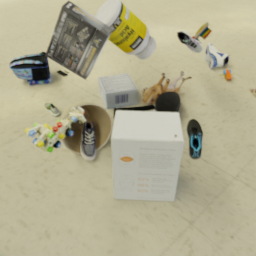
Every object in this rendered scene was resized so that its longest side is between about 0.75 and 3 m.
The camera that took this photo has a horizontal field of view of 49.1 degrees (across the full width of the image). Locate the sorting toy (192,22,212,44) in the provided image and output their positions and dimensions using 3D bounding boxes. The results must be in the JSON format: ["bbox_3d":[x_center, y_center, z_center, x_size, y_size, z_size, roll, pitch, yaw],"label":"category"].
[{"bbox_3d":[3.211,-4.007,12.490,0.445,1.268,2.631,43,20,2],"label":"sorting toy"}]

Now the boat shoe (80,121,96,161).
[{"bbox_3d":[-1.501,0.436,10.494,0.581,0.722,1.556,-1,45,-16],"label":"boat shoe"}]

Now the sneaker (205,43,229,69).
[{"bbox_3d":[5.333,-4.198,16.729,1.198,0.838,2.075,3,45,-2],"label":"sneaker"}]

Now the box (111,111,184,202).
[{"bbox_3d":[0.541,0.907,8.646,1.967,2.583,1.373,3,38,2],"label":"box"}]

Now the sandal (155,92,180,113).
[{"bbox_3d":[1.674,-0.417,12.067,1.111,0.666,2.957,2,52,11],"label":"sandal"}]

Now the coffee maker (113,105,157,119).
[{"bbox_3d":[0.284,-0.467,11.592,1.706,1.149,1.638,-5,38,-7],"label":"coffee maker"}]

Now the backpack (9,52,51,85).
[{"bbox_3d":[-5.164,-3.089,14.799,1.939,1.304,1.770,-9,39,-13],"label":"backpack"}]

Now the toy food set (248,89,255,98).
[{"bbox_3d":[6.445,-1.801,14.117,0.507,0.126,0.798,-8,39,-10],"label":"toy food set"}]

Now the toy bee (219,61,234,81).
[{"bbox_3d":[5.413,-2.984,15.371,0.750,0.623,1.145,16,65,7],"label":"toy bee"}]

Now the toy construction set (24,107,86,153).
[{"bbox_3d":[-1.819,0.019,7.196,1.579,1.035,0.727,-35,59,-27],"label":"toy construction set"}]

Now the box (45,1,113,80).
[{"bbox_3d":[-1.829,-3.070,10.139,1.795,2.266,0.548,29,45,-9],"label":"box"}]

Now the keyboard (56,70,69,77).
[{"bbox_3d":[-3.661,-3.123,15.852,0.802,0.083,0.510,32,48,33],"label":"keyboard"}]

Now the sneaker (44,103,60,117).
[{"bbox_3d":[-3.466,-0.967,12.753,0.425,0.490,1.105,-29,47,-32],"label":"sneaker"}]

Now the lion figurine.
[{"bbox_3d":[1.872,-1.850,13.451,2.561,1.568,0.928,-6,47,-34],"label":"lion figurine"}]

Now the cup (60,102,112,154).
[{"bbox_3d":[-1.788,-0.190,10.745,1.991,1.991,1.424,-18,30,-21],"label":"cup"}]

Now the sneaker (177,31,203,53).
[{"bbox_3d":[1.836,-2.606,8.536,0.942,0.366,0.659,39,26,8],"label":"sneaker"}]

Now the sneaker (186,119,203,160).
[{"bbox_3d":[2.046,0.258,8.442,0.488,0.546,1.334,-3,60,7],"label":"sneaker"}]

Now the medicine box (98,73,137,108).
[{"bbox_3d":[-0.513,-1.826,13.539,1.535,0.867,1.685,-10,38,-12],"label":"medicine box"}]

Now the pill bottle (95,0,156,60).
[{"bbox_3d":[-0.037,-4.116,12.066,2.711,1.509,1.509,27,19,-40],"label":"pill bottle"}]
